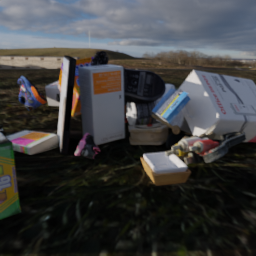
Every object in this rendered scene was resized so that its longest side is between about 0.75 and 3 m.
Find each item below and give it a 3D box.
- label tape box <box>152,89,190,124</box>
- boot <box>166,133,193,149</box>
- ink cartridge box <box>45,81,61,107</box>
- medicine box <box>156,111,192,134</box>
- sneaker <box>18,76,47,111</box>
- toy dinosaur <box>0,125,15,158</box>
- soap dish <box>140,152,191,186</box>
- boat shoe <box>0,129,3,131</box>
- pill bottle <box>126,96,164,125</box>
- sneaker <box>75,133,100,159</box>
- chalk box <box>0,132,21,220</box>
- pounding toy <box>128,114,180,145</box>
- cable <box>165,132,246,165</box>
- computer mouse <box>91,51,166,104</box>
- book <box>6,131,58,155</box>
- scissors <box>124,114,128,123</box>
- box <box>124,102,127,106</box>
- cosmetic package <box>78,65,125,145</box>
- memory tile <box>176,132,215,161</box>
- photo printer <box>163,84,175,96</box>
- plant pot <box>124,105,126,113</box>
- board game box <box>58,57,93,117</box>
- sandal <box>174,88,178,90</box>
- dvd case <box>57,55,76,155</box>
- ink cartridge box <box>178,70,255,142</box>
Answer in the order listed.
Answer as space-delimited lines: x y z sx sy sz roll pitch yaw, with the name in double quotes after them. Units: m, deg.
1.202 -0.574 7.538 0.401 0.868 1.212 40 1 -18 "label tape box"
1.825 0.409 8.358 1.010 0.459 1.202 7 10 38 "boot"
-2.819 -1.899 15.200 2.623 1.087 1.925 6 25 22 "ink cartridge box"
1.910 -0.258 9.535 1.274 0.720 1.398 18 5 -30 "medicine box"
-5.113 -1.754 14.109 1.067 1.025 2.721 -43 44 -5 "sneaker"
-3.742 0.637 7.215 1.295 0.974 1.908 -22 27 9 "toy dinosaur"
0.832 0.938 6.490 0.846 0.437 1.076 -4 15 -13 "soap dish"
-5.427 0.087 8.703 2.751 1.014 0.882 1 9 -12 "boat shoe"
1.070 -0.659 10.978 2.112 1.122 1.122 -6 16 -18 "pill bottle"
-1.101 0.559 8.042 0.630 0.522 1.321 21 16 -4 "sneaker"
-3.235 0.931 4.686 2.309 1.429 1.436 -12 21 -36 "chalk box"
0.806 -0.043 8.855 1.723 0.988 0.985 -1 14 17 "pounding toy"
2.091 0.289 6.506 2.469 0.621 1.199 -19 2 -33 "cable"
-0.068 -1.598 10.189 2.835 1.963 0.747 14 -24 0 "computer mouse"
-3.098 0.419 8.589 1.590 0.382 1.062 9 19 33 "book"
-0.311 -0.260 11.448 0.747 0.142 2.043 25 29 33 "scissors"
-0.501 -1.166 11.164 1.012 0.714 0.399 -19 -25 3 "box"
-0.820 -0.755 8.907 1.191 2.349 0.837 -14 23 -32 "cosmetic package"
1.759 0.501 7.384 1.106 0.848 0.093 -9 39 -25 "memory tile"
1.192 -1.329 12.885 1.746 0.729 2.099 -3 32 26 "photo printer"
-0.113 -1.193 13.279 1.055 1.055 0.739 -2 43 -6 "plant pot"
-1.916 -1.851 12.460 1.726 1.724 1.724 -19 -20 -28 "board game box"
3.295 -1.572 13.824 2.887 0.824 1.146 16 43 16 "sandal"
-1.881 -0.775 8.433 0.236 2.694 1.922 4 15 -17 "dvd case"
2.983 -0.589 8.457 2.581 1.068 1.891 2 53 -29 "ink cartridge box"
